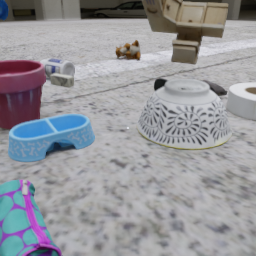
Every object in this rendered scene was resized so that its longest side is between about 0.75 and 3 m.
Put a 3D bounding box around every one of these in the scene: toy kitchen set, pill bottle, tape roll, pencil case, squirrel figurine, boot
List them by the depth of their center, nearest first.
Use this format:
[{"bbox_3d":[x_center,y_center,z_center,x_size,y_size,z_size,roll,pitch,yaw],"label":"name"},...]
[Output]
[{"bbox_3d":[-1.746,1.617,4.613,0.813,0.883,1.910,22,11,-39],"label":"pencil case"},{"bbox_3d":[1.357,-2.695,6.917,1.930,1.574,1.741,11,-9,18],"label":"toy kitchen set"},{"bbox_3d":[4.677,-0.982,10.088,2.093,0.732,2.093,1,26,0],"label":"tape roll"},{"bbox_3d":[2.490,-1.523,11.214,2.439,0.845,2.124,27,35,26],"label":"boot"},{"bbox_3d":[-3.546,-2.905,13.765,1.697,0.943,0.943,16,30,28],"label":"pill bottle"},{"bbox_3d":[-0.016,-4.915,17.982,1.532,1.161,1.641,-8,15,7],"label":"squirrel figurine"}]

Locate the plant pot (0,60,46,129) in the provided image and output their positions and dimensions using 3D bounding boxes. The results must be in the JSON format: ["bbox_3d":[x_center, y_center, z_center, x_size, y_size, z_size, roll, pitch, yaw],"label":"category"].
[{"bbox_3d":[-3.646,-1.049,8.949,2.060,1.844,2.060,1,26,0],"label":"plant pot"}]

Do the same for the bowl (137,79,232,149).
[{"bbox_3d":[1.759,-0.668,8.692,2.995,1.406,2.995,0,27,0],"label":"bowl"}]

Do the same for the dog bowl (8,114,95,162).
[{"bbox_3d":[-2.126,0.183,7.863,2.432,0.603,1.356,-14,29,-27],"label":"dog bowl"}]

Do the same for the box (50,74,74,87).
[{"bbox_3d":[-3.041,-2.195,12.900,1.090,0.448,0.373,12,29,26],"label":"box"}]

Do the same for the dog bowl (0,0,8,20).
[{"bbox_3d":[-3.998,-3.055,7.739,0.371,1.498,0.835,50,14,27],"label":"dog bowl"}]
